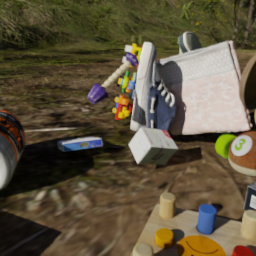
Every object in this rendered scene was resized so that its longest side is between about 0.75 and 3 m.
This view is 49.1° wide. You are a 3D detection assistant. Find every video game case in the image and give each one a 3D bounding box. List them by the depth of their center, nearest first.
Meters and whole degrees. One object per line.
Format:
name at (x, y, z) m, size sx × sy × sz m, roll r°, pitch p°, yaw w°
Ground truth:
video game case at (-1.523, 0.502, 8.717) m, size 1.176 × 0.267 × 1.066 m, roll -7°, pitch 4°, yaw -22°

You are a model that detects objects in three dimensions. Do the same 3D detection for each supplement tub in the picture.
supplement tub at (-3.592, 0.502, 7.251) m, size 1.602 × 1.602 × 2.615 m, roll -4°, pitch 21°, yaw -10°

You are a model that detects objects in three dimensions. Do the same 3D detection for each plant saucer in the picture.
plant saucer at (3.092, -1.136, 6.691) m, size 1.474 × 1.474 × 0.217 m, roll -15°, pitch 30°, yaw -35°

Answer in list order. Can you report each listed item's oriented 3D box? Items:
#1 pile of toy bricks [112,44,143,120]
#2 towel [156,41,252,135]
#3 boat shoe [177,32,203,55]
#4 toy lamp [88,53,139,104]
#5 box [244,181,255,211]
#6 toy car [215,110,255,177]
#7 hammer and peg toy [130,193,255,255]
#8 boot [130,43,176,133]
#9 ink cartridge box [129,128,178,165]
pile of toy bricks at (0.421, -1.352, 9.087) m, size 1.196 × 2.422 × 1.344 m, roll 18°, pitch 12°, yaw 23°
towel at (2.086, -1.015, 8.313) m, size 0.426 × 2.527 × 2.645 m, roll -25°, pitch 14°, yaw -41°
boat shoe at (2.527, -2.850, 11.042) m, size 0.917 × 1.110 × 2.966 m, roll -1°, pitch -5°, yaw 33°
toy lamp at (-0.402, -1.302, 7.464) m, size 1.682 × 0.490 × 0.490 m, roll -47°, pitch 38°, yaw -12°
box at (2.962, 1.475, 6.098) m, size 0.816 × 0.606 × 0.437 m, roll -15°, pitch 25°, yaw -36°
toy car at (3.755, -0.134, 7.412) m, size 2.082 × 2.639 × 2.168 m, roll -9°, pitch 22°, yaw -16°
hammer and peg toy at (1.512, 2.004, 4.197) m, size 2.785 × 0.982 × 2.049 m, roll 8°, pitch 20°, yaw 19°
boot at (0.849, -1.079, 8.329) m, size 1.273 × 2.817 × 1.025 m, roll 7°, pitch 36°, yaw 0°
ink cartridge box at (0.665, 0.512, 7.630) m, size 0.989 × 0.715 × 0.719 m, roll 9°, pitch 40°, yaw -36°
